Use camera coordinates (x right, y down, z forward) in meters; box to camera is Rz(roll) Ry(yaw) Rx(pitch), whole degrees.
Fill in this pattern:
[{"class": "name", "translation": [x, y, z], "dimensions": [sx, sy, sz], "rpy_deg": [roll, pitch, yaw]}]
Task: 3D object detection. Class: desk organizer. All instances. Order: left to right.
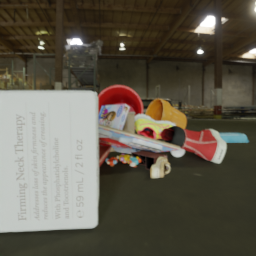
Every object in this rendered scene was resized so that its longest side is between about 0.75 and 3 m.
[{"class": "desk organizer", "translation": [0.513, 0.835, 7.206], "dimensions": [0.402, 0.374, 1.044], "rpy_deg": [-5, 6, -33]}]

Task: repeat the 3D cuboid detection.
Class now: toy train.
[{"class": "toy train", "translation": [-0.110, 0.913, 7.250], "dimensions": [0.869, 0.242, 0.653], "rpy_deg": [7, 21, 30]}]

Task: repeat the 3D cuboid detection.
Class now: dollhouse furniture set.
[{"class": "dollhouse furniture set", "translation": [-1.162, 0.083, 10.936], "dimensions": [2.885, 1.409, 2.461], "rpy_deg": [-3, 4, -42]}]

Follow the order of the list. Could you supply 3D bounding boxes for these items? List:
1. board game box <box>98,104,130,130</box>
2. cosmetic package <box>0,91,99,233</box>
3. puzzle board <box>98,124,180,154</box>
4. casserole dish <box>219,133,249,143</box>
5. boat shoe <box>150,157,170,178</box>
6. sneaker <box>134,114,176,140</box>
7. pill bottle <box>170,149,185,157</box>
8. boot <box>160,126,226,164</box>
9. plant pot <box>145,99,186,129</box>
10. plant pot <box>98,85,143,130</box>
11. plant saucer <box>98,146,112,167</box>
[{"class": "board game box", "translation": [-0.744, -0.234, 11.453], "dimensions": [1.463, 1.466, 0.302], "rpy_deg": [0, -24, 44]}, {"class": "cosmetic package", "translation": [-1.449, 0.350, 4.034], "dimensions": [2.042, 1.708, 1.698], "rpy_deg": [-1, 5, -5]}, {"class": "puzzle board", "translation": [-0.399, 0.367, 7.640], "dimensions": [2.902, 0.252, 2.187], "rpy_deg": [15, -14, -25]}, {"class": "casserole dish", "translation": [4.662, 0.455, 13.265], "dimensions": [2.008, 0.389, 1.216], "rpy_deg": [-1, 3, 1]}, {"class": "boat shoe", "translation": [0.780, 0.914, 6.321], "dimensions": [0.339, 0.361, 0.979], "rpy_deg": [4, 14, 21]}, {"class": "sneaker", "translation": [1.384, 0.226, 13.599], "dimensions": [2.516, 0.983, 1.136], "rpy_deg": [14, 42, -16]}, {"class": "pill bottle", "translation": [1.560, 0.678, 8.835], "dimensions": [0.468, 0.468, 0.818], "rpy_deg": [1, 3, 12]}, {"class": "boot", "translation": [1.849, 0.299, 8.604], "dimensions": [1.742, 0.874, 2.415], "rpy_deg": [18, 7, 4]}, {"class": "plant pot", "translation": [2.249, -0.433, 16.280], "dimensions": [1.910, 2.086, 2.086], "rpy_deg": [16, -3, -24]}, {"class": "plant pot", "translation": [-0.501, -0.817, 16.737], "dimensions": [2.878, 2.878, 2.546], "rpy_deg": [0, -7, 3]}, {"class": "plant saucer", "translation": [-1.864, 0.789, 6.467], "dimensions": [2.796, 0.514, 2.801], "rpy_deg": [0, 3, 1]}]
